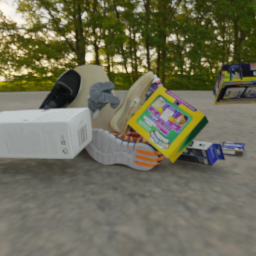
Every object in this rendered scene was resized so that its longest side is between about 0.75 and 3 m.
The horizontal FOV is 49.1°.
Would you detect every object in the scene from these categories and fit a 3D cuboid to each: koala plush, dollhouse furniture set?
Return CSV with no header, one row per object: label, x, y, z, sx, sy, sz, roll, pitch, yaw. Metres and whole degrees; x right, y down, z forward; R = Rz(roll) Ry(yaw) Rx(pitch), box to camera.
koala plush,-0.940,-0.850,8.762,0.939,0.906,1.022,-2,-28,-38
dollhouse furniture set,0.236,-0.250,10.136,0.848,2.085,1.122,-1,5,23

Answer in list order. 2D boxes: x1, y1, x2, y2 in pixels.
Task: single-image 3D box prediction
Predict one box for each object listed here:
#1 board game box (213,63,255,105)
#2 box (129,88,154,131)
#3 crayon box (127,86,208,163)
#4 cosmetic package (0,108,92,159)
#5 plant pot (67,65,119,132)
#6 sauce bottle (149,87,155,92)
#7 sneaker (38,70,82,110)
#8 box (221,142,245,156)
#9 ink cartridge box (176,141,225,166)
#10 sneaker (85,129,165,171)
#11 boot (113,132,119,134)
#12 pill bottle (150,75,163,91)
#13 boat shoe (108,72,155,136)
board game box,2.804,-0.969,6.279,1.574,0.446,1.301,-1,-16,7
box,0.532,-0.679,11.710,0.976,1.872,1.385,42,3,43
crayon box,1.082,-0.145,7.939,1.745,1.505,0.509,42,1,35
cosmetic package,-2.656,0.121,7.937,2.951,1.092,1.500,0,17,13
plant pot,-1.434,-0.933,10.661,2.447,2.613,2.447,-6,-8,-1
sauce bottle,0.171,-0.904,12.591,2.516,0.830,0.830,-42,20,-7
sneaker,-2.317,-0.832,9.185,0.889,2.347,1.028,34,9,-11
box,3.775,0.705,10.086,0.747,0.200,1.234,4,13,24
ink cartridge box,2.033,0.737,8.488,1.630,0.811,0.320,4,50,36
sneaker,-0.051,0.644,9.008,2.693,1.045,1.509,17,14,26
boot,-0.736,-0.417,10.586,0.610,1.648,1.351,-18,45,15
pill bottle,1.334,-2.017,13.304,0.520,0.932,0.520,-26,4,2
boat shoe,0.243,-0.730,8.891,0.731,2.250,0.812,40,21,12
